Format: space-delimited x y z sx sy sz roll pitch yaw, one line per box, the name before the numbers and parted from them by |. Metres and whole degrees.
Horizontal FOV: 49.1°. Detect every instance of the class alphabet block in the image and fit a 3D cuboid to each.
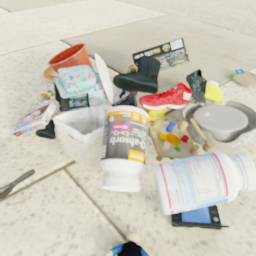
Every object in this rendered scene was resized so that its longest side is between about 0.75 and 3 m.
alphabet block | 1.122 -0.841 12.225 0.768 0.772 0.786 -2 50 -15

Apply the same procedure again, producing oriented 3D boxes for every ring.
ring | -3.783 -3.139 15.836 1.959 0.188 1.959 -1 38 1

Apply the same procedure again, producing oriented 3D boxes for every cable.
cable | -3.558 1.665 8.412 1.542 0.749 0.388 -42 71 0

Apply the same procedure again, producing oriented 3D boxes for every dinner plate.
dinner plate | -0.824 -1.852 10.348 0.229 1.890 1.890 -18 38 6

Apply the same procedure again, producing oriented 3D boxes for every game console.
game console | 2.000 2.477 8.058 1.451 0.844 1.276 3 38 3

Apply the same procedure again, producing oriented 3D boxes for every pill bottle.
pill bottle | 2.013 1.414 7.565 2.523 1.372 1.372 -12 38 0
pill bottle | -0.115 0.639 8.213 1.349 1.349 2.318 3 71 4

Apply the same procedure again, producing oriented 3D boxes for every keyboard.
keyboard | -0.178 -0.865 10.035 0.202 0.947 1.577 -7 -8 -32

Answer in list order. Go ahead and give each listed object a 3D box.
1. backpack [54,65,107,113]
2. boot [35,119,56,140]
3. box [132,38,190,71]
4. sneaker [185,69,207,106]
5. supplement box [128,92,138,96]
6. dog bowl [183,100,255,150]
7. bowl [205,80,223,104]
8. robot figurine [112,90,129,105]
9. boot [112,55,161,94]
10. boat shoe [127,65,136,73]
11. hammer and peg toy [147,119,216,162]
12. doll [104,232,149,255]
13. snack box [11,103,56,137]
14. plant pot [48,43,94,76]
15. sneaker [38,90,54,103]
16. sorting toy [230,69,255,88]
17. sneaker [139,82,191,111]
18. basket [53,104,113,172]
backpack | -1.678 -1.469 10.225 1.849 1.392 1.641 -9 41 -23
boot | -3.066 -0.010 10.362 0.348 0.912 0.767 -28 61 28
box | 1.587 -3.248 13.088 2.374 1.914 0.583 -14 78 17
sneaker | 3.009 -1.766 11.989 0.702 0.738 1.863 22 44 -38
supplement box | 0.131 -1.795 12.140 0.329 0.424 0.768 -17 68 -18
dog bowl | 3.655 -0.172 11.276 2.903 0.851 2.903 -2 32 1
bowl | 3.703 -1.732 12.898 1.561 0.840 1.561 18 7 -2
robot figurine | -0.321 -1.376 13.140 1.209 0.683 1.026 27 69 32
boot | 0.371 -2.189 11.098 1.861 0.711 1.564 9 57 -5
boat shoe | 0.103 -2.082 11.471 0.398 1.076 0.398 5 41 -20
hammer and peg toy | 1.703 0.412 9.252 2.083 0.735 1.532 4 43 -23
doll | -0.037 3.432 7.159 1.201 0.427 1.761 10 39 8
snack box | -3.666 -0.272 10.792 2.372 0.288 0.853 -16 45 42
plant pot | -2.490 -2.726 13.497 1.981 1.927 1.981 -19 33 13
sneaker | -2.956 -1.015 9.919 0.361 0.423 0.960 48 20 -5
sorting toy | 6.408 -2.500 14.931 1.239 0.300 2.201 -21 42 -18
sneaker | 1.567 -1.406 11.450 2.172 1.255 0.851 -4 52 -21
basket | -1.279 0.241 10.122 2.004 1.612 1.986 -28 40 -36
